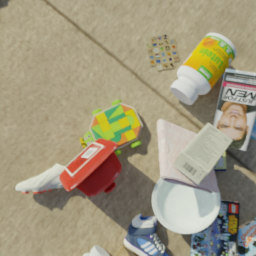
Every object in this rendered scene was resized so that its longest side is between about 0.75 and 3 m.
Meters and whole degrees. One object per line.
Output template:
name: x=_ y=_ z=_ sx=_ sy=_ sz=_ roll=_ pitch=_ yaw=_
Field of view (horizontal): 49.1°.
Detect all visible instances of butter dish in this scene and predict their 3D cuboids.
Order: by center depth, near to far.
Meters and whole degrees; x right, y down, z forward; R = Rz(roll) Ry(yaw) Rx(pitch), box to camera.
butter dish: x=-1.080 y=1.616 z=9.864 sx=2.221 sy=2.227 sz=1.646 roll=-44 pitch=107 yaw=-15

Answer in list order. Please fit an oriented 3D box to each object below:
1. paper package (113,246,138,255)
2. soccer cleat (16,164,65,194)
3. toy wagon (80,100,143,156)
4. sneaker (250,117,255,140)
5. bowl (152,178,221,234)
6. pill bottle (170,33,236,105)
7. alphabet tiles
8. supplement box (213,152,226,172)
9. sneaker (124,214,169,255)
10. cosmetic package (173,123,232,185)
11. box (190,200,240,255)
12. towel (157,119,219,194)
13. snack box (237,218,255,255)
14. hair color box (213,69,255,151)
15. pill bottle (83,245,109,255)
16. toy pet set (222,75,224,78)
paper package: x=-0.143 y=5.147 z=10.331 sx=1.164 sy=0.632 sz=1.221 roll=-45 pitch=129 yaw=-3
soccer cleat: x=-2.995 y=1.945 z=10.886 sx=2.638 sy=0.914 sz=1.023 roll=-8 pitch=79 yaw=-8
toy wagon: x=-0.740 y=0.136 z=11.206 sx=2.579 sy=0.510 sz=2.001 roll=-25 pitch=84 yaw=-3
sneaker: x=4.729 y=-0.220 z=11.250 sx=1.347 sy=0.536 sz=0.879 roll=33 pitch=86 yaw=-5
bowl: x=2.138 y=2.726 z=10.223 sx=2.419 sy=1.087 sz=2.419 roll=-9 pitch=56 yaw=14
pill bottle: x=2.862 y=-2.238 z=10.959 sx=1.463 sy=1.463 sz=2.634 roll=39 pitch=85 yaw=4
alphabet tiles: x=1.444 y=-3.175 z=11.781 sx=1.251 sy=0.048 sz=1.503 roll=-11 pitch=84 yaw=-2
supplement box: x=3.340 y=1.268 z=11.052 sx=0.868 sy=0.583 sz=0.867 roll=-1 pitch=84 yaw=0
sneaker: x=0.979 y=4.142 z=10.585 sx=2.059 sy=0.829 sz=1.508 roll=26 pitch=93 yaw=9
cosmetic package: x=2.440 y=0.783 z=9.046 sx=1.030 sy=0.727 sz=1.990 roll=39 pitch=46 yaw=17
box: x=3.275 y=3.966 z=10.640 sx=1.701 sy=0.495 sz=2.484 roll=3 pitch=84 yaw=14
towel: x=1.986 y=0.988 z=9.700 sx=2.264 sy=0.382 sz=2.371 roll=21 pitch=45 yaw=-23
snack box: x=4.899 y=4.205 z=10.864 sx=1.850 sy=0.343 sz=1.075 roll=-28 pitch=83 yaw=-2
hair color box: x=4.001 y=-0.666 z=10.374 sx=1.373 sy=0.841 sz=2.774 roll=13 pitch=113 yaw=17
pill bottle: x=-1.504 y=5.370 z=10.410 sx=1.028 sy=1.028 sz=1.823 roll=37 pitch=85 yaw=4
toy pet set: x=4.685 y=-1.694 z=10.862 sx=1.616 sy=1.509 sz=0.858 roll=-1 pitch=96 yaw=37
